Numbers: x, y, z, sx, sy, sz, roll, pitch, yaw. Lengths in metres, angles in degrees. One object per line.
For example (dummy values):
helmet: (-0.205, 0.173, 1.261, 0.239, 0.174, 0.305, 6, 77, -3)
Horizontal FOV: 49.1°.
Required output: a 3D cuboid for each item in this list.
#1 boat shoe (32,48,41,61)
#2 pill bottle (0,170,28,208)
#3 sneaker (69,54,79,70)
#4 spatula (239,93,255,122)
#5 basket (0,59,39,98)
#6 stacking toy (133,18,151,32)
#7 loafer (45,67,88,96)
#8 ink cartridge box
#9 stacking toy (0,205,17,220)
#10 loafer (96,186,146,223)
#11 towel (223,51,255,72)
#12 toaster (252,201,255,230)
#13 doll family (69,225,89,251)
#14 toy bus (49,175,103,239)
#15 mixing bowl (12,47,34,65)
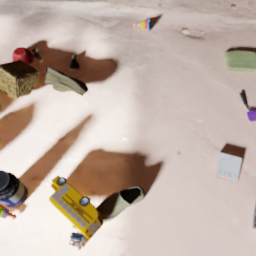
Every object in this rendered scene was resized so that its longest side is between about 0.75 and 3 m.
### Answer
boat shoe: (-4.275, -3.394, 13.065, 0.288, 0.319, 0.888, -25, 60, -7)
pill bottle: (-3.970, 1.995, 9.222, 0.906, 1.620, 0.906, 0, 60, 0)
sneaker: (-2.393, -3.007, 12.875, 0.414, 0.291, 0.779, 12, 71, 1)
spatula: (4.980, -0.894, 11.721, 0.406, 0.148, 1.438, -11, 61, -7)
basket: (-4.642, -2.012, 11.845, 1.633, 1.165, 1.216, 31, 39, 28)
stacking toy: (0.685, -5.179, 14.044, 0.900, 0.494, 0.522, 7, 63, 17)
loafer: (-2.642, -1.823, 11.810, 2.368, 0.901, 0.799, 31, 102, 31)
ink cartridge box: (3.680, 1.491, 10.358, 0.821, 0.288, 1.011, 15, 76, 8)
stacking toy: (-4.209, 2.863, 9.435, 0.967, 0.531, 0.561, 19, 72, -1)
loafer: (-0.301, 2.485, 9.489, 1.973, 0.673, 0.746, -29, 64, -15)
towel: (5.217, -3.043, 12.869, 1.569, 0.286, 1.164, 0, 61, -1)
toaster: (4.594, 2.828, 9.090, 0.714, 1.204, 1.089, 14, 69, 11)
doll family: (-1.536, 3.430, 9.082, 0.620, 0.450, 0.999, 9, 61, 5)
toy bus: (-1.788, 2.509, 9.143, 2.268, 0.738, 0.888, 29, 63, 32)
mixing bowl: (-4.916, -3.354, 12.904, 0.995, 0.539, 0.995, 0, 59, 0)
